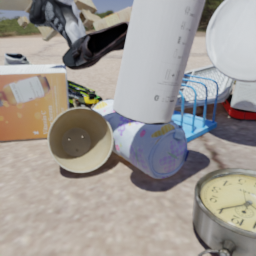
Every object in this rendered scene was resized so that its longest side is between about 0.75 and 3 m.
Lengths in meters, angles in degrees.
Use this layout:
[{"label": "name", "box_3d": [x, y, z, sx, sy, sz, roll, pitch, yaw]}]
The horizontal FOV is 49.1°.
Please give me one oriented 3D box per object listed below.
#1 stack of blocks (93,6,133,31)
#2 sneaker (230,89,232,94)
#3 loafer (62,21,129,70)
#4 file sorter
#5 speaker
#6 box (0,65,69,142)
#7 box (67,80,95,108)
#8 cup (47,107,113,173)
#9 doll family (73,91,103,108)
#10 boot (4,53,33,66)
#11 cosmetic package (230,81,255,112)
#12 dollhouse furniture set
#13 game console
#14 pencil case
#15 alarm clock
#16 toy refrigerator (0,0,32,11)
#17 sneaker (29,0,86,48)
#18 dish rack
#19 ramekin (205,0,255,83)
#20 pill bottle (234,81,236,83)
[{"label": "stack of blocks", "box_3d": [0.370, -3.273, 8.583, 2.671, 0.782, 1.538, -20, 14, 7]}, {"label": "sneaker", "box_3d": [3.679, -1.852, 12.329, 1.522, 1.054, 2.716, -6, -5, 11]}, {"label": "loafer", "box_3d": [-0.641, -1.728, 5.723, 1.859, 0.668, 0.586, -17, -3, 20]}, {"label": "file sorter", "box_3d": [1.369, -0.649, 8.875, 2.695, 1.653, 1.870, -21, 30, -40]}, {"label": "speaker", "box_3d": [0.567, -1.587, 4.790, 1.181, 2.908, 1.181, 11, 22, -4]}, {"label": "box", "box_3d": [-3.224, -0.814, 8.703, 2.701, 2.057, 1.436, -5, 23, -11]}, {"label": "box", "box_3d": [-2.446, -1.494, 11.739, 1.895, 0.450, 1.830, 21, 21, -5]}, {"label": "cup", "box_3d": [-1.244, 0.323, 7.039, 1.536, 1.536, 1.099, -8, -3, -18]}, {"label": "doll family", "box_3d": [-1.293, -0.729, 10.109, 1.106, 0.751, 1.913, -10, 50, -17]}, {"label": "boot", "box_3d": [-3.467, -2.086, 9.520, 1.510, 0.722, 0.555, 11, 44, -7]}, {"label": "cosmetic package", "box_3d": [4.608, -1.565, 10.075, 1.389, 1.670, 1.398, 14, 26, 20]}, {"label": "dollhouse furniture set", "box_3d": [-2.305, -3.611, 9.721, 2.387, 2.035, 1.165, -35, -9, 26]}, {"label": "game console", "box_3d": [4.968, -0.816, 11.051, 2.218, 0.389, 2.508, 5, 23, 4]}, {"label": "pencil case", "box_3d": [0.126, 0.164, 7.224, 1.230, 1.342, 2.958, -1, 17, -38]}, {"label": "alarm clock", "box_3d": [1.837, 1.548, 4.532, 1.794, 0.886, 2.660, 17, 26, 35]}, {"label": "toy refrigerator", "box_3d": [-3.764, -4.817, 10.229, 2.491, 0.872, 0.946, 3, 50, 3]}, {"label": "sneaker", "box_3d": [-1.933, -2.795, 7.695, 1.214, 2.133, 0.805, -15, 9, 16]}, {"label": "dish rack", "box_3d": [2.886, -1.553, 10.812, 2.653, 0.578, 2.277, -9, 39, 45]}, {"label": "ramekin", "box_3d": [3.359, -2.307, 7.282, 2.441, 2.441, 1.137, 16, 7, 33]}, {"label": "pill bottle", "box_3d": [5.762, -3.107, 15.452, 1.173, 1.173, 2.107, -17, 28, -36]}]
